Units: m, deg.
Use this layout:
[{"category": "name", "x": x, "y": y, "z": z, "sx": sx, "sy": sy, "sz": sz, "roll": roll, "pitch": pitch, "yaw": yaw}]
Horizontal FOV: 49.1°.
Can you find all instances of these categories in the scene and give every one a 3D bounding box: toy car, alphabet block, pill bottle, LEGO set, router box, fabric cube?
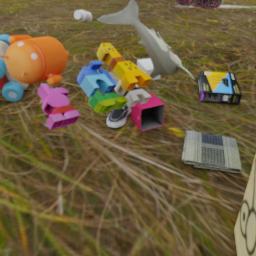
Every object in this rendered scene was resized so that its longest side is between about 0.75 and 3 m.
[{"category": "toy car", "x": -5.806, "y": -2.270, "z": 11.772, "sx": 2.561, "sy": 2.265, "sz": 2.361, "roll": -16, "pitch": 44, "yaw": 7}, {"category": "alphabet block", "x": 3.394, "y": 1.974, "z": 4.186, "sx": 2.851, "sy": 2.836, "sz": 2.904, "roll": 9, "pitch": 30, "yaw": 11}, {"category": "pill bottle", "x": -1.831, "y": -4.506, "z": 11.311, "sx": 0.442, "sy": 0.442, "sz": 0.772, "roll": 15, "pitch": 18, "yaw": 21}, {"category": "LEGO set", "x": -0.538, "y": -1.055, "z": 5.795, "sx": 2.875, "sy": 1.097, "sz": 1.180, "roll": -19, "pitch": 66, "yaw": -48}, {"category": "router box", "x": 3.879, "y": -1.767, "z": 12.089, "sx": 1.598, "sy": 0.547, "sz": 2.142, "roll": 5, "pitch": 34, "yaw": 8}, {"category": "fabric cube", "x": 0.666, "y": -0.563, "z": 9.949, "sx": 0.930, "sy": 0.912, "sz": 0.927, "roll": -14, "pitch": 36, "yaw": -18}]

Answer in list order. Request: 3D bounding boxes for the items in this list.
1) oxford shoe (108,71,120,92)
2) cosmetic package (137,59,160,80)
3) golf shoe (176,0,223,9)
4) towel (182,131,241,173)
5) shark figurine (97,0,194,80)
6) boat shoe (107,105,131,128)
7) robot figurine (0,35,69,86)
[{"category": "oxford shoe", "x": -0.266, "y": -1.721, "z": 11.995, "sx": 0.923, "sy": 0.869, "sz": 2.468, "roll": -36, "pitch": 41, "yaw": -11}, {"category": "cosmetic package", "x": 0.996, "y": -2.881, "z": 13.739, "sx": 0.754, "sy": 0.594, "sz": 1.401, "roll": -10, "pitch": 34, "yaw": -13}, {"category": "golf shoe", "x": 1.904, "y": -3.347, "z": 7.239, "sx": 1.284, "sy": 0.466, "sz": 0.591, "roll": 28, "pitch": 32, "yaw": 36}, {"category": "towel", "x": 2.541, "y": 0.731, "z": 8.643, "sx": 1.665, "sy": 0.299, "sz": 1.729, "roll": 10, "pitch": 33, "yaw": 9}, {"category": "shark figurine", "x": 0.525, "y": -1.626, "z": 6.522, "sx": 1.091, "sy": 2.614, "sz": 1.562, "roll": -40, "pitch": 53, "yaw": 17}, {"category": "boat shoe", "x": -0.252, "y": -0.707, "z": 10.392, "sx": 0.694, "sy": 0.656, "sz": 1.935, "roll": 13, "pitch": 36, "yaw": 19}, {"category": "robot figurine", "x": -2.232, "y": -1.681, "z": 6.960, "sx": 1.058, "sy": 1.305, "sz": 1.815, "roll": 1, "pitch": 21, "yaw": 25}]
